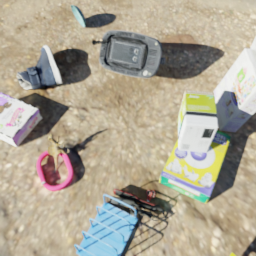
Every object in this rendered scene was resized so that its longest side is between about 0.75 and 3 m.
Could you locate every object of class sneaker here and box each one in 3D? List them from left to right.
[{"bbox_3d":[-3.948,-2.583,12.015,1.716,0.903,2.375,-19,54,-10],"label":"sneaker"}]

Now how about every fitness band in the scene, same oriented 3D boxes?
[{"bbox_3d":[-2.506,1.413,9.565,1.117,0.291,1.555,-20,57,-14],"label":"fitness band"}]

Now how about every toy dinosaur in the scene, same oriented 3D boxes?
[{"bbox_3d":[-2.449,0.793,9.697,0.700,1.384,0.403,-18,23,-33],"label":"toy dinosaur"}]

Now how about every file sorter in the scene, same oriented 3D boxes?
[{"bbox_3d":[-0.611,2.964,8.018,1.179,1.042,1.699,22,58,15],"label":"file sorter"}]

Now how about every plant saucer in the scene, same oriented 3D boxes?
[{"bbox_3d":[-2.425,-5.590,13.919,0.213,1.183,1.183,-36,61,-8],"label":"plant saucer"}]

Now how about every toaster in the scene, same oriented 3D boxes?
[{"bbox_3d":[0.076,-3.014,11.521,2.901,1.648,1.873,13,14,9],"label":"toaster"}]

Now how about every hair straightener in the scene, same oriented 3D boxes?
[{"bbox_3d":[0.292,2.532,8.721,1.874,0.383,0.721,21,42,7],"label":"hair straightener"}]

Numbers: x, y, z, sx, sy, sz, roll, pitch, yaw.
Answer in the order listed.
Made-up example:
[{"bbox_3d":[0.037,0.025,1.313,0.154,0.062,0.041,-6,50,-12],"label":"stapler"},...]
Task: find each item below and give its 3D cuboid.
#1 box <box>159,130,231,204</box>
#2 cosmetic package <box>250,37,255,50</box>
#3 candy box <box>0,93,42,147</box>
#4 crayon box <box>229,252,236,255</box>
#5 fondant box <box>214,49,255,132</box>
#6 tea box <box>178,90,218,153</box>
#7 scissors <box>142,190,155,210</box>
[{"bbox_3d":[2.411,0.933,9.671,1.697,0.699,2.892,22,56,15],"label":"box"},{"bbox_3d":[7.490,-4.633,12.590,2.305,2.291,2.754,34,62,21],"label":"cosmetic package"},{"bbox_3d":[-4.493,-0.339,10.570,1.825,0.653,1.531,23,58,15],"label":"candy box"},{"bbox_3d":[3.181,4.785,6.935,1.741,0.696,2.742,-38,64,-23],"label":"crayon box"},{"bbox_3d":[4.016,-1.266,10.062,0.728,2.498,1.802,7,54,-11],"label":"fondant box"},{"bbox_3d":[2.217,-0.207,9.161,0.984,1.473,1.449,6,54,3],"label":"tea box"},{"bbox_3d":[0.663,2.361,9.031,0.295,0.056,0.806,15,54,6],"label":"scissors"}]
